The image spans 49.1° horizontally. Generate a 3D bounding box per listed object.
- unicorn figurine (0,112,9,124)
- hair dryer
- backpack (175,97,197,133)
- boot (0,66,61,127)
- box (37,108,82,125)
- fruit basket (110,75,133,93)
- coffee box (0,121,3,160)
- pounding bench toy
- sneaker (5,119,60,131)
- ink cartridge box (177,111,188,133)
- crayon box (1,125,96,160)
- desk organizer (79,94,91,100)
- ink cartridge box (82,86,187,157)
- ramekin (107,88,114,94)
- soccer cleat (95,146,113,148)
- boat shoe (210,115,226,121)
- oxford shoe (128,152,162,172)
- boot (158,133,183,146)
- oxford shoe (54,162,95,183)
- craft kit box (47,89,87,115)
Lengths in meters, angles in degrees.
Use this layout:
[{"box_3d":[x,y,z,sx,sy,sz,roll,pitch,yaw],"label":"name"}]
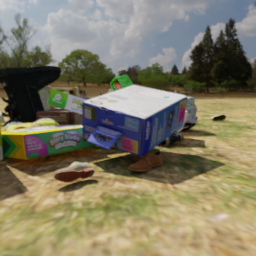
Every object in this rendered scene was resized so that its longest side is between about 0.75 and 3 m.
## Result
[{"box_3d":[-6.275,-0.527,12.262,2.201,0.813,1.512,4,22,-33],"label":"unicorn figurine"},{"box_3d":[2.597,-1.121,13.883,1.895,0.676,2.488,-14,50,-22],"label":"hair dryer"},{"box_3d":[1.638,-0.569,11.038,2.169,1.373,1.810,0,6,-6],"label":"backpack"},{"box_3d":[-3.550,-1.151,10.773,1.035,2.291,2.796,-12,4,40],"label":"boot"},{"box_3d":[-2.416,-0.315,10.950,1.235,0.925,2.467,1,10,10],"label":"box"},{"box_3d":[-0.343,-1.232,10.425,1.256,1.256,0.906,-3,-10,-20],"label":"fruit basket"},{"box_3d":[-4.653,-0.501,5.912,2.681,2.655,2.685,6,10,34],"label":"coffee box"},{"box_3d":[-2.927,-1.091,12.738,2.435,1.512,1.899,-5,2,40],"label":"pounding bench toy"},{"box_3d":[-3.003,0.138,8.918,1.702,0.665,0.768,-8,17,-20],"label":"sneaker"},{"box_3d":[1.036,-0.477,9.232,1.679,0.708,1.215,20,9,14],"label":"ink cartridge box"},{"box_3d":[-2.092,0.307,7.120,1.798,0.607,2.084,1,7,43],"label":"crayon box"},{"box_3d":[-2.033,-1.061,15.955,0.841,0.903,2.345,45,16,30],"label":"desk organizer"},{"box_3d":[0.083,-0.235,6.719,1.713,0.959,2.511,17,25,31],"label":"ink cartridge box"},{"box_3d":[-0.371,-1.416,14.467,1.474,1.474,0.686,1,-3,8],"label":"ramekin"},{"box_3d":[-0.336,0.261,8.018,2.184,0.737,0.885,7,-5,24],"label":"soccer cleat"},{"box_3d":[4.646,-0.524,14.466,0.889,0.321,0.289,-9,12,-22],"label":"boat shoe"},{"box_3d":[0.358,0.690,5.812,0.356,0.355,0.997,9,13,39],"label":"oxford shoe"},{"box_3d":[1.071,0.314,8.466,0.748,0.357,0.990,-11,11,-39],"label":"boot"},{"box_3d":[-0.995,0.780,5.030,0.791,0.280,0.292,4,36,-44],"label":"oxford shoe"},{"box_3d":[-1.397,-0.622,8.865,2.206,0.542,2.233,14,1,-16],"label":"craft kit box"}]
